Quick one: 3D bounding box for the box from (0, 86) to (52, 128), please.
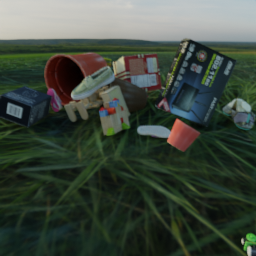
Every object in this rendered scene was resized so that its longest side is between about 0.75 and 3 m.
[{"bbox_3d":[-4.096,-0.892,11.250,1.301,0.938,1.752,20,22,4],"label":"box"}]

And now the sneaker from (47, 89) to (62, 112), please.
[{"bbox_3d":[-3.363,-1.271,12.864,0.439,1.079,0.476,-18,2,17],"label":"sneaker"}]

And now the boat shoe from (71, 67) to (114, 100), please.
[{"bbox_3d":[-1.459,-1.804,11.119,1.923,0.597,0.692,-33,43,-9],"label":"boat shoe"}]

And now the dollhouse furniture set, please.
[{"bbox_3d":[-1.125,-0.809,11.443,2.015,1.311,1.851,-8,22,38],"label":"dollhouse furniture set"}]

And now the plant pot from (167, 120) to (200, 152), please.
[{"bbox_3d":[1.575,0.248,8.177,0.808,0.715,0.808,30,6,-4],"label":"plant pot"}]

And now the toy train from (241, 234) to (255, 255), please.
[{"bbox_3d":[2.565,2.004,4.485,1.386,0.289,0.391,4,30,11],"label":"toy train"}]

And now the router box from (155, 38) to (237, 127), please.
[{"bbox_3d":[2.458,-1.624,10.346,2.019,2.695,0.837,19,11,-15],"label":"router box"}]

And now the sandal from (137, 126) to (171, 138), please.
[{"bbox_3d":[0.901,0.162,9.648,1.171,0.288,0.477,10,48,4],"label":"sandal"}]

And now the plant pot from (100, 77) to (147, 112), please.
[{"bbox_3d":[-0.159,-1.342,12.313,1.830,1.711,1.711,5,17,-20],"label":"plant pot"}]

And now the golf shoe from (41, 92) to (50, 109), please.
[{"bbox_3d":[-3.878,-1.149,12.602,0.346,0.889,0.420,-18,23,35],"label":"golf shoe"}]

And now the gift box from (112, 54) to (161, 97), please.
[{"bbox_3d":[0.535,-2.563,14.288,2.248,2.074,2.099,-5,4,-19],"label":"gift box"}]

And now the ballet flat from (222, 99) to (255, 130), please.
[{"bbox_3d":[4.496,-0.695,11.294,0.908,0.908,2.525,1,19,4],"label":"ballet flat"}]

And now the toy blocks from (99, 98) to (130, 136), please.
[{"bbox_3d":[-0.494,-0.455,9.811,0.824,1.127,1.649,-8,9,26],"label":"toy blocks"}]

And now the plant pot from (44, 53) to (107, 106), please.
[{"bbox_3d":[-2.327,-2.591,13.865,2.510,2.510,2.441,10,27,26],"label":"plant pot"}]

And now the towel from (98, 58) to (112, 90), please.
[{"bbox_3d":[-1.448,-2.750,15.216,0.892,2.072,0.187,7,16,-3],"label":"towel"}]
